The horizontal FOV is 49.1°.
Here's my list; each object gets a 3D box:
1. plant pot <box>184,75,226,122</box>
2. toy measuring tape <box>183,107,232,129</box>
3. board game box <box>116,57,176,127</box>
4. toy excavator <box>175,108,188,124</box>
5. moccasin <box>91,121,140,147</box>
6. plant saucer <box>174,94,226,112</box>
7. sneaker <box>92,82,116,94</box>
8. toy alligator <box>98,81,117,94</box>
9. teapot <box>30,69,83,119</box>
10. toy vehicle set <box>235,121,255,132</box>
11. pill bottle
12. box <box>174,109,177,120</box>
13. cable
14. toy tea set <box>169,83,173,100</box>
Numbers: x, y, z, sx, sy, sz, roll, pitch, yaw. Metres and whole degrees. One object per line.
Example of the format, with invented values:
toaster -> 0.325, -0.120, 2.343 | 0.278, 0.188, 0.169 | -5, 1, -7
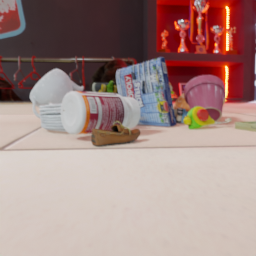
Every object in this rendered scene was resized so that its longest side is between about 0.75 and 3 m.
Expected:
plant pot -> 3.402, -1.116, 12.249 | 1.794, 1.606, 1.794 | 2, -36, 2
toy measuring tape -> 3.075, -0.461, 10.984 | 2.321, 0.854, 0.854 | -7, 10, -28
board game box -> 0.350, -1.282, 12.103 | 2.915, 2.916, 0.899 | -10, 1, 27
toy excavator -> 2.746, -0.570, 12.807 | 1.099, 0.549, 1.069 | 11, 30, 7
moccasin -> -0.310, 0.134, 7.637 | 1.527, 0.589, 0.558 | -4, 8, -30
plant saucer -> 3.615, -1.196, 14.134 | 2.595, 0.486, 2.595 | -19, 35, 13
sneaker -> -0.657, -1.351, 10.739 | 0.807, 0.568, 1.519 | 0, -6, 24
toy alligator -> -0.790, -1.121, 9.971 | 0.522, 0.379, 1.576 | 3, -24, -18
teapot -> -3.257, -1.465, 12.652 | 1.563, 2.140, 2.113 | 44, 4, -4
toy vehicle set -> 5.076, -0.014, 10.145 | 1.226, 0.262, 1.973 | -4, 8, -29
pill bottle -> -0.792, -0.458, 8.662 | 2.289, 1.254, 1.254 | -2, 7, -40
box -> 1.722, -0.593, 13.293 | 1.526, 0.522, 0.627 | -3, -4, -10
cable -> -1.854, -0.430, 10.484 | 2.847, 0.986, 2.848 | -5, 8, -37
toy tea set -> 1.848, -1.598, 13.989 | 0.952, 1.529, 2.571 | 26, 20, 16
